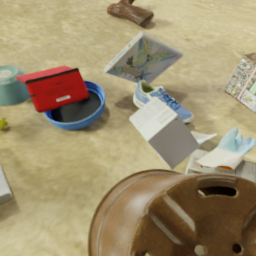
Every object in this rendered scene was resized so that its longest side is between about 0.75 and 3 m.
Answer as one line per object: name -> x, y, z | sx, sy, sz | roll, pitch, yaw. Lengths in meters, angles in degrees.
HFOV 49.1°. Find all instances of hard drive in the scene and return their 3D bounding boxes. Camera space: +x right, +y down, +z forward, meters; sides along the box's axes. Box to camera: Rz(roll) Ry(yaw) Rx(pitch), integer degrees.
hard drive -> -3.698, 1.239, 6.606 | 1.393, 0.282, 2.111 | -24, 41, -23

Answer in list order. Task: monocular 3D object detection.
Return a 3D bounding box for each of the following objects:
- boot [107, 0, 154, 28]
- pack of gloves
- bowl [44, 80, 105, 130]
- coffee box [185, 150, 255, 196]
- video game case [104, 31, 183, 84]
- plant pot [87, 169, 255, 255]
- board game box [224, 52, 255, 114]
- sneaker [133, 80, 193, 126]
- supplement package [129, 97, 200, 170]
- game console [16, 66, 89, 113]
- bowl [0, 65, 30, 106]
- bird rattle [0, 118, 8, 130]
boot -> 0.497, -5.767, 13.538 | 2.371, 0.761, 2.210 | 29, 65, 30
pack of gloves -> 1.916, 0.298, 6.693 | 1.845, 0.433, 2.196 | 8, 18, 36
bowl -> -1.627, -0.712, 8.572 | 1.910, 0.375, 1.910 | -4, 48, 5
coffee box -> 2.161, 1.192, 6.394 | 1.671, 0.955, 0.666 | 14, 46, 12
video game case -> 0.494, -2.007, 8.591 | 1.877, 1.711, 0.207 | 10, 55, -43
plant pot -> 0.747, 1.741, 3.948 | 2.649, 2.623, 2.649 | 2, 74, -7
board game box -> 4.509, -1.021, 7.957 | 2.051, 1.246, 2.573 | -19, 51, -37
sneaker -> 0.998, -0.728, 8.423 | 2.112, 0.813, 0.799 | 29, 51, 26
supplement package -> 0.585, 0.074, 4.631 | 0.614, 0.799, 0.835 | -41, 31, 2
game console -> -2.353, -1.268, 8.747 | 1.725, 1.024, 1.486 | -22, 90, -29
bowl -> -3.951, -1.512, 9.227 | 1.543, 0.807, 1.543 | 0, 44, 0
bird rattle -> -3.914, -0.247, 7.839 | 0.513, 0.911, 0.743 | -14, 81, 25
